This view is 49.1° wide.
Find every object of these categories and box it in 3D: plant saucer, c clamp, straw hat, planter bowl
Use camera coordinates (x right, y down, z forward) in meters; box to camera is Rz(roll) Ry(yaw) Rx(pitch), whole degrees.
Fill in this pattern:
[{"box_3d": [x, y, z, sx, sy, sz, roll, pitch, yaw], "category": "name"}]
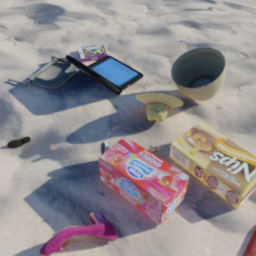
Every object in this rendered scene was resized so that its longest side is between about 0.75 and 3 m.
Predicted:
[{"box_3d": [3.801, 3.194, 7.248, 1.237, 0.227, 1.239, 28, 50, 26], "category": "plant saucer"}, {"box_3d": [-3.776, -2.691, 13.251, 2.436, 0.386, 2.851, 22, 48, 21], "category": "c clamp"}, {"box_3d": [1.102, -0.660, 10.651, 2.000, 2.000, 0.847, 9, 83, 9], "category": "straw hat"}, {"box_3d": [2.968, -2.020, 11.531, 2.163, 1.456, 2.163, -13, 54, 18], "category": "planter bowl"}]

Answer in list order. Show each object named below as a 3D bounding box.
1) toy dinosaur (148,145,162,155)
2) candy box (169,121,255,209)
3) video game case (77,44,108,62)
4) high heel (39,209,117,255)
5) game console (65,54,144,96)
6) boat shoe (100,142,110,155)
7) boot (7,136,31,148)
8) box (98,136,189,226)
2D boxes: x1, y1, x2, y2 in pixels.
[{"box_3d": [0.811, 0.840, 9.418, 0.356, 0.618, 1.223, 29, 48, 15], "category": "toy dinosaur"}, {"box_3d": [2.854, 1.070, 8.992, 1.566, 0.750, 2.713, -35, 55, -26], "category": "candy box"}, {"box_3d": [-1.863, -3.929, 14.635, 1.411, 0.253, 1.279, -11, 45, -11], "category": "video game case"}, {"box_3d": [-1.264, 2.978, 7.285, 1.910, 0.643, 0.916, -23, 62, -28], "category": "high heel"}, {"box_3d": [-1.031, -2.732, 12.451, 2.634, 2.317, 1.533, 36, 92, 32], "category": "game console"}, {"box_3d": [-0.714, 0.786, 9.239, 0.300, 0.934, 0.344, -17, 47, -20], "category": "boat shoe"}, {"box_3d": [-3.912, 0.504, 10.076, 0.846, 0.311, 0.319, -18, 16, -11], "category": "boot"}, {"box_3d": [0.400, 1.496, 8.311, 2.456, 1.172, 1.224, 32, 52, 29], "category": "box"}]
